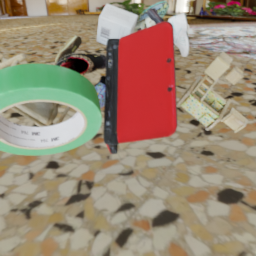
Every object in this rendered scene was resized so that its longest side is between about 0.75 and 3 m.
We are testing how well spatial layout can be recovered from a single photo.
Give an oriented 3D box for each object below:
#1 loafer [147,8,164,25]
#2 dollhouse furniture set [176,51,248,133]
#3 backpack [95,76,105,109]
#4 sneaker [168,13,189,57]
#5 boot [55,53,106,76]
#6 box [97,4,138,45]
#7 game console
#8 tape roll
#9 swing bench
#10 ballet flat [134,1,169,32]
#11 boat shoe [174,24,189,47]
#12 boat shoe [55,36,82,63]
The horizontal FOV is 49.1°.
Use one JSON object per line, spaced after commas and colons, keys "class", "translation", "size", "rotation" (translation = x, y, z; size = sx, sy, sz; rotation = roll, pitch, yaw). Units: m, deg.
{"class": "loafer", "translation": [1.052, -3.657, 9.459], "size": [0.338, 0.385, 1.072], "rotation": [-32, 72, -8]}
{"class": "dollhouse furniture set", "translation": [2.720, -0.724, 7.829], "size": [2.013, 1.780, 1.119], "rotation": [39, 54, 2]}
{"class": "backpack", "translation": [-0.806, -1.040, 8.905], "size": [0.654, 0.887, 0.972], "rotation": [25, 48, 8]}
{"class": "sneaker", "translation": [1.695, -3.066, 9.391], "size": [0.652, 1.627, 0.572], "rotation": [-8, 51, 13]}
{"class": "boot", "translation": [-1.538, -1.786, 8.015], "size": [1.769, 0.647, 1.332], "rotation": [1, 18, 17]}
{"class": "box", "translation": [-0.455, -3.863, 10.918], "size": [1.301, 1.295, 0.851], "rotation": [21, 62, 0]}
{"class": "game console", "translation": [0.247, -0.853, 7.195], "size": [1.652, 2.784, 2.399], "rotation": [0, -16, 2]}
{"class": "tape roll", "translation": [-1.877, -0.248, 5.989], "size": [2.581, 2.581, 0.620], "rotation": [-7, 60, -12]}
{"class": "swing bench", "translation": [-3.021, -1.012, 8.351], "size": [2.168, 2.156, 1.407], "rotation": [18, 74, 49]}
{"class": "ballet flat", "translation": [0.693, -4.363, 11.786], "size": [2.510, 0.932, 0.932], "rotation": [-14, 15, 40]}
{"class": "boat shoe", "translation": [1.481, -3.468, 11.941], "size": [0.753, 2.643, 0.884], "rotation": [19, 36, -30]}
{"class": "boat shoe", "translation": [-2.113, -2.626, 9.555], "size": [0.493, 0.464, 1.296], "rotation": [20, 62, 31]}
